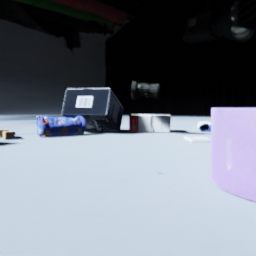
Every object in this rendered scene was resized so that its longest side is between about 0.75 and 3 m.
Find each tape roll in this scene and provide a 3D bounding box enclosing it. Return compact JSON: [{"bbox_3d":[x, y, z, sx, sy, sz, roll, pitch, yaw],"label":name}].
[{"bbox_3d":[2.724,0.284,4.253,2.843,1.208,2.843,-1,4,0],"label":"tape roll"}]

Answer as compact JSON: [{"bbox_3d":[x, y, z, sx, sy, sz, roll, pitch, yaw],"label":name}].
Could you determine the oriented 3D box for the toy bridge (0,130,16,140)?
[{"bbox_3d":[-5.189,0.223,11.303,2.352,0.320,0.791,3,2,39],"label":"toy bridge"}]

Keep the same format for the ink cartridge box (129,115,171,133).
[{"bbox_3d":[1.079,-0.234,13.973,2.000,0.838,1.443,0,4,5],"label":"ink cartridge box"}]

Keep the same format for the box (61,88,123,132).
[{"bbox_3d":[-1.627,-0.811,13.434,2.222,1.377,2.184,1,-18,17],"label":"box"}]

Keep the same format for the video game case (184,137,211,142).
[{"bbox_3d":[2.534,0.414,10.218,0.759,0.093,1.061,0,4,-4],"label":"video game case"}]

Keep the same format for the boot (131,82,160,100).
[{"bbox_3d":[0.754,-1.538,12.082,1.187,0.598,1.588,6,-3,3],"label":"boot"}]

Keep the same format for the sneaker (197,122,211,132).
[{"bbox_3d":[4.218,-0.026,13.792,1.608,0.605,0.709,-7,11,19],"label":"sneaker"}]

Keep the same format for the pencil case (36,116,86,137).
[{"bbox_3d":[-2.854,-0.095,11.848,2.098,0.819,0.911,-2,39,-36],"label":"pencil case"}]
